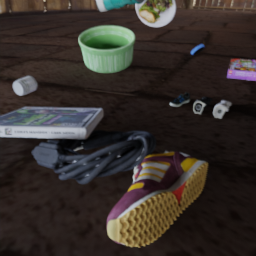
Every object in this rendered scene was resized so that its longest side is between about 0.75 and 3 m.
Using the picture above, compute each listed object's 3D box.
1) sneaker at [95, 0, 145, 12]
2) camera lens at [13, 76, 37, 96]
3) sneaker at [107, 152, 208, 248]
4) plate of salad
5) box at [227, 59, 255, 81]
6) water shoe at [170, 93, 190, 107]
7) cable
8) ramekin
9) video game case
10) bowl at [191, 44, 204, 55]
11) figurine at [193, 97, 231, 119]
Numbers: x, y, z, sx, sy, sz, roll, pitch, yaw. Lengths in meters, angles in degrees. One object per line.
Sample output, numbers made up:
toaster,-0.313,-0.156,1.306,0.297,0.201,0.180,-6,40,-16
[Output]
sneaker,-0.002,-2.990,5.576,1.028,0.712,1.702,-1,56,15
camera lens,-3.975,-1.634,10.863,0.611,0.611,0.764,14,32,25
sneaker,0.394,1.174,5.258,1.198,0.996,2.659,20,26,38
plate of salad,1.067,-4.672,10.712,1.574,1.574,0.378,-3,2,-5
box,5.538,-2.773,13.207,1.494,0.427,2.183,10,29,18
water shoe,1.832,-1.026,9.967,0.933,0.368,0.334,-23,35,-36
cable,-0.566,0.522,6.197,2.407,0.749,2.950,-11,8,-43
ramekin,-1.004,-3.826,13.703,2.685,1.311,2.685,-1,43,0
video game case,-2.153,-0.217,7.740,2.588,0.332,2.847,1,13,3
bowl,4.060,-4.539,16.319,0.845,0.845,0.166,-22,78,-36
figurine,2.874,-0.764,9.437,1.107,0.477,1.080,15,27,25
